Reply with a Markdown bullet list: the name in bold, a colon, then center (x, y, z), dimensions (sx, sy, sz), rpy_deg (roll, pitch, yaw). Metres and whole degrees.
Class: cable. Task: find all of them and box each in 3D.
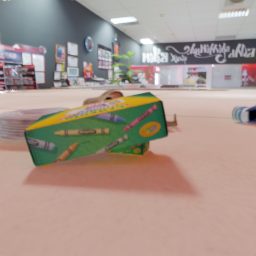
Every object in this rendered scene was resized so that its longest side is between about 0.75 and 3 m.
- **cable**: center (-2.460, -0.124, 7.631), dimensions (2.072, 0.717, 2.072), rpy_deg (2, 10, 9)

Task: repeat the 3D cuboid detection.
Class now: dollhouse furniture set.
- **dollhouse furniture set**: center (1.098, -0.254, 8.789), dimensions (1.102, 0.488, 0.571), rpy_deg (-4, 0, -22)

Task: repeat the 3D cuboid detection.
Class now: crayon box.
- **crayon box**: center (-0.588, -0.056, 5.611), dimensions (2.492, 0.726, 1.480), rpy_deg (-13, 14, -1)
- **crayon box**: center (-0.066, 0.365, 6.075), dimensions (0.968, 0.282, 0.575), rpy_deg (2, 11, 17)

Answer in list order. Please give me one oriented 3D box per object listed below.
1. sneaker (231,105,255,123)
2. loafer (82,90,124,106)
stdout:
- **sneaker**: center (4.751, -0.515, 10.124), dimensions (1.913, 0.707, 0.787), rpy_deg (-11, 12, -14)
- **loafer**: center (-0.848, -0.975, 12.004), dimensions (0.929, 1.029, 2.720), rpy_deg (11, 23, 27)
